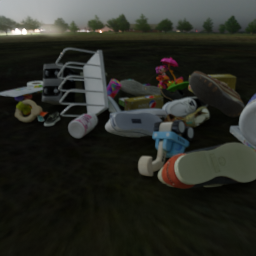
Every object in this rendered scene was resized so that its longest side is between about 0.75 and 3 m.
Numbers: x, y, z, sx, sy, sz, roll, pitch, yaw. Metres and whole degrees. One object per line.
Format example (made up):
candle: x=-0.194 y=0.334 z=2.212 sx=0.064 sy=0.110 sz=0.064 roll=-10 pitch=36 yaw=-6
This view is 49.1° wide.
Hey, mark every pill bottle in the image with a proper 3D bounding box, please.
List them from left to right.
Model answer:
pill bottle: x=-1.546 y=-0.117 z=9.783 sx=0.628 sy=0.628 sz=1.108 roll=8 pitch=23 yaw=18
pill bottle: x=4.464 y=-0.448 z=8.793 sx=1.489 sy=1.489 sz=2.574 roll=12 pitch=25 yaw=27

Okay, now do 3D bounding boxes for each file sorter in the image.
file sorter: x=-1.792 y=-1.599 z=10.455 sx=1.391 sy=2.234 sz=1.550 roll=-1 pitch=-14 yaw=-31

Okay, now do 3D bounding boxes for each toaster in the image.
toaster: x=-3.004 y=-1.877 z=12.398 sx=1.081 sy=1.647 sz=1.821 roll=3 pitch=-1 yaw=11

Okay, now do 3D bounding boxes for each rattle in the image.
rattle: x=-3.641 y=-0.516 z=11.092 sx=1.426 sy=1.018 sz=0.928 roll=7 pitch=63 yaw=12

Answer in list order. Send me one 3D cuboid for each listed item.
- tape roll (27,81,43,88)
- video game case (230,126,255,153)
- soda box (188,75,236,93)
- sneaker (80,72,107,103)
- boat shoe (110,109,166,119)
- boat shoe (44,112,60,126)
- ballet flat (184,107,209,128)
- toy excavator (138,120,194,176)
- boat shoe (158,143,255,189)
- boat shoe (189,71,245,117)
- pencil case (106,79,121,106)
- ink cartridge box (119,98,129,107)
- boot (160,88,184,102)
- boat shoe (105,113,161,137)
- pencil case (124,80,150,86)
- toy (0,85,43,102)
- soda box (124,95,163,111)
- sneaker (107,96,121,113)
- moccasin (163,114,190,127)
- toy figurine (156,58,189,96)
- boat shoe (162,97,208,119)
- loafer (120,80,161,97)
tape roll: x=-5.104 y=-2.323 z=15.644 sx=1.018 sy=0.356 sz=1.018 roll=0 pitch=22 yaw=0
video game case: x=4.733 y=0.530 z=8.693 sx=2.018 sy=0.254 sz=2.818 roll=-2 pitch=22 yaw=-6
soda box: x=4.571 y=-2.424 z=15.269 sx=2.414 sy=0.818 sz=0.773 roll=-4 pitch=22 yaw=-9
sneaker: x=-1.690 y=-1.949 z=13.493 sx=1.024 sy=1.454 sz=2.738 roll=4 pitch=12 yaw=9
boat shoe: x=0.367 y=-0.307 z=10.061 sx=2.034 sy=0.665 sz=0.748 roll=-6 pitch=9 yaw=-6
boat shoe: x=-2.948 y=-0.347 z=10.775 sx=0.357 sy=0.321 sz=1.009 roll=4 pitch=22 yaw=9
ballet flat: x=2.705 y=-0.405 z=10.491 sx=0.600 sy=0.600 sz=1.698 roll=19 pitch=32 yaw=39
toy excavator: x=1.026 y=0.597 z=7.728 sx=0.844 sy=1.689 sz=1.642 roll=-3 pitch=-20 yaw=41
boat shoe: x=2.048 y=0.969 z=6.775 sx=2.783 sy=0.991 sz=0.871 roll=-3 pitch=-19 yaw=-28
boat shoe: x=3.513 y=-1.426 z=11.208 sx=2.594 sy=0.982 sz=0.931 roll=35 pitch=43 yaw=-13
pencil case: x=-0.821 y=-1.520 z=12.431 sx=0.581 sy=1.315 sz=0.581 roll=28 pitch=25 yaw=-15
ink cartridge box: x=-0.024 y=-1.135 z=12.816 sx=0.469 sy=0.268 sz=0.904 roll=-11 pitch=24 yaw=-26
boot: x=1.852 y=-1.468 z=11.575 sx=1.036 sy=0.717 sz=0.401 roll=38 pitch=58 yaw=15
boat shoe: x=0.242 y=-0.076 z=9.017 sx=2.130 sy=0.784 sz=0.696 roll=10 pitch=-26 yaw=-36
pencil case: x=0.444 y=-2.084 z=14.552 sx=0.678 sy=0.737 sz=1.594 roll=31 pitch=-1 yaw=-43
toy: x=-5.055 y=-1.639 z=13.728 sx=1.287 sy=0.528 sz=2.235 roll=9 pitch=25 yaw=27
soda box: x=0.689 y=-1.052 z=12.217 sx=1.697 sy=0.543 sz=0.575 roll=-12 pitch=23 yaw=-27
sneaker: x=-0.610 y=-0.791 z=11.054 sx=0.406 sy=0.419 sz=1.147 roll=-37 pitch=56 yaw=8
moccasin: x=1.726 y=-0.131 z=9.554 sx=0.615 sy=0.649 sz=1.682 roll=9 pitch=12 yaw=-12
toy figurine: x=1.976 y=-2.649 z=14.100 sx=1.794 sy=1.652 sz=1.347 roll=-20 pitch=-8 yaw=8
boat shoe: x=2.300 y=-0.854 z=11.012 sx=2.371 sy=0.872 sz=0.775 roll=-21 pitch=-9 yaw=-40
loafer: x=0.535 y=-1.745 z=13.400 sx=2.079 sy=0.726 sz=0.727 roll=14 pitch=61 yaw=-13
